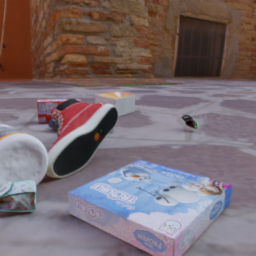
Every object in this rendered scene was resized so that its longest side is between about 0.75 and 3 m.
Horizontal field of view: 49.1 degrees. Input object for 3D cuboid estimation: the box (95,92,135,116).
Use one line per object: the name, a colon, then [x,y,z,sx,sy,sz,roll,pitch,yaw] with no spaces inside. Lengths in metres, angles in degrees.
box: [-0.662,-1.265,14.748,1.245,0.976,2.001,15,18,28]

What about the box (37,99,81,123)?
box: [-3.171,-0.801,12.914,1.955,0.975,0.933,-3,11,-17]

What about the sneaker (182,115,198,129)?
sneaker: [2.460,-0.284,11.329,0.391,0.359,0.934,13,20,-34]

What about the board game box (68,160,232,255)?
board game box: [0.441,1.298,5.169,2.189,0.475,2.178,10,18,37]

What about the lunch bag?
lunch bag: [-2.129,1.275,5.240,0.767,0.468,0.653,0,10,-18]

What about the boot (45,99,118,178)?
boot: [-1.740,0.146,7.592,1.935,0.971,2.682,13,43,28]

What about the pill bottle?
pill bottle: [-2.889,0.591,6.446,1.290,1.290,2.217,-12,17,-41]

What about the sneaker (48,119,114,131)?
sneaker: [-1.870,-0.426,11.123,2.703,1.109,0.948,1,12,8]
